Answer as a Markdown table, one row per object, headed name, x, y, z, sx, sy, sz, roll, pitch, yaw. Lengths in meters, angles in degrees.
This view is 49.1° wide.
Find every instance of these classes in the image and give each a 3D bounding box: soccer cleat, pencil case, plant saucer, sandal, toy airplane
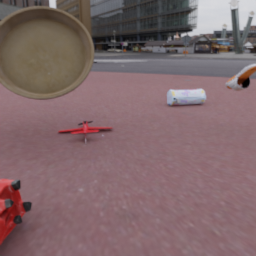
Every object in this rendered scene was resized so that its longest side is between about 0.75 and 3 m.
| name | x | y | z | sx | sy | sz | roll | pitch | yaw |
| --- | --- | --- | --- | --- | --- | --- | --- | --- | --- |
| soccer cleat | -2.128 | 1.495 | 3.333 | 1.133 | 0.913 | 2.659 | -15 | 19 | 8 |
| pencil case | 2.641 | -1.402 | 12.802 | 1.733 | 0.721 | 0.786 | -3 | -1 | -15 |
| plant saucer | -2.023 | -1.763 | 6.655 | 2.412 | 2.412 | 0.355 | -3 | -15 | -11 |
| sandal | 3.486 | -1.415 | 8.533 | 0.567 | 0.424 | 1.480 | -8 | -16 | -11 |
| toy airplane | -1.371 | 0.048 | 8.793 | 1.791 | 0.329 | 1.791 | -2 | 17 | 1 |
